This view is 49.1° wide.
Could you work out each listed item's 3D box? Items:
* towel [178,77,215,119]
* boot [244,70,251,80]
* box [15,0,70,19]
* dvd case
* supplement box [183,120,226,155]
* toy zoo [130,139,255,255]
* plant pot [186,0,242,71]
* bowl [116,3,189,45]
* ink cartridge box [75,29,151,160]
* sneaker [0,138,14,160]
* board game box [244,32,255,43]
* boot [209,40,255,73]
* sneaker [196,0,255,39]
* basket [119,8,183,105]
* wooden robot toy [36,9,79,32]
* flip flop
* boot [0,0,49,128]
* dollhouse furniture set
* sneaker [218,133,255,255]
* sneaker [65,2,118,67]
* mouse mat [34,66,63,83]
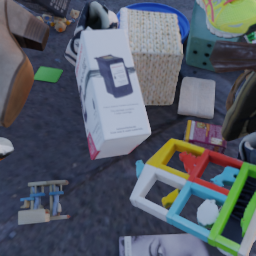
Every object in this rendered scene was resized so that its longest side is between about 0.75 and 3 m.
[{"bbox_3d":[2.223,-1.021,9.015,1.107,0.288,1.670,9,53,8],"label":"towel"},{"bbox_3d":[2.784,-0.924,5.548,0.528,1.432,1.108,-15,82,9],"label":"boot"},{"bbox_3d":[-2.675,-4.393,7.726,1.265,2.362,1.753,21,96,23],"label":"box"},{"bbox_3d":[1.169,3.206,5.746,2.664,0.213,1.981,-2,52,-1],"label":"dvd case"},{"bbox_3d":[2.124,0.303,7.795,1.094,0.565,0.716,12,53,9],"label":"supplement box"},{"bbox_3d":[1.016,0.913,4.449,2.149,0.220,1.410,19,55,33],"label":"toy zoo"},{"bbox_3d":[3.140,-3.533,10.012,2.027,2.028,2.869,18,62,14],"label":"plant pot"},{"bbox_3d":[0.914,-3.863,10.891,2.865,0.562,2.865,1,53,-2],"label":"bowl"},{"bbox_3d":[-0.418,-0.623,5.694,0.920,1.579,2.182,-8,74,-18],"label":"ink cartridge box"},{"bbox_3d":[-2.871,0.112,4.129,0.925,2.444,1.124,-29,73,28],"label":"sneaker"},{"bbox_3d":[4.783,-2.992,9.716,0.259,2.003,2.004,-15,34,47],"label":"board game box"},{"bbox_3d":[1.482,-0.725,3.600,0.868,0.809,0.279,1,21,13],"label":"boot"},{"bbox_3d":[2.221,-3.198,6.527,1.141,1.318,2.919,-20,49,3],"label":"sneaker"},{"bbox_3d":[0.562,-2.119,8.667,1.802,2.221,2.241,2,52,-1],"label":"basket"},{"bbox_3d":[-2.874,-4.302,11.330,1.903,0.838,0.863,-8,63,-6],"label":"wooden robot toy"},{"bbox_3d":[2.349,-0.609,5.242,1.134,2.795,0.805,-13,65,-3],"label":"flip flop"},{"bbox_3d":[-3.051,-1.594,5.902,2.147,1.031,2.936,16,63,-7],"label":"boot"},{"bbox_3d":[-1.410,1.256,4.852,0.694,0.990,0.698,-4,74,-7],"label":"dollhouse furniture set"},{"bbox_3d":[2.010,1.048,4.720,0.787,1.495,2.069,24,68,37],"label":"sneaker"},{"bbox_3d":[-0.759,-3.010,8.052,1.020,1.662,2.555,42,53,-6],"label":"sneaker"},{"bbox_3d":[-2.818,-1.881,9.856,0.898,0.034,0.723,9,52,9],"label":"mouse mat"}]
